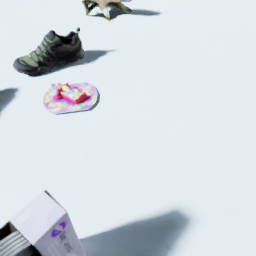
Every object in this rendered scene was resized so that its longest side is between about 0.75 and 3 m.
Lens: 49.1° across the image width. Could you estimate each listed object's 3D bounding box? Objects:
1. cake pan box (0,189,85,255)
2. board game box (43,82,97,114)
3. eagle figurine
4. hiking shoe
[{"bbox_3d":[-1.942,2.619,4.846,0.700,2.674,2.463,31,55,25],"label":"cake pan box"},{"bbox_3d":[-2.000,-1.174,9.536,1.873,0.365,1.480,-8,47,-5],"label":"board game box"},{"bbox_3d":[-0.969,-5.900,12.992,2.294,1.731,1.741,-20,41,-3],"label":"eagle figurine"},{"bbox_3d":[-3.016,-2.960,10.431,2.754,1.386,1.043,-26,55,-21],"label":"hiking shoe"}]
